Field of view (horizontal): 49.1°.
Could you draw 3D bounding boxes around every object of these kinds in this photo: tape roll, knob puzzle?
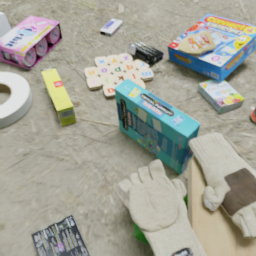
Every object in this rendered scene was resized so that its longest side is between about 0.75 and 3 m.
[{"bbox_3d":[-4.414,-0.928,9.193,2.425,0.443,2.425,-1,50,1],"label":"tape roll"},{"bbox_3d":[2.367,-2.918,9.894,1.340,0.186,1.340,-9,49,11],"label":"knob puzzle"}]

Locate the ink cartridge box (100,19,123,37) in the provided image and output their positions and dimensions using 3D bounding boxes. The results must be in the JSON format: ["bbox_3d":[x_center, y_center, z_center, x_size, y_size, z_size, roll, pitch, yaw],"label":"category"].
[{"bbox_3d":[-0.723,-4.448,12.386,0.551,0.216,1.164,20,55,18],"label":"ink cartridge box"}]

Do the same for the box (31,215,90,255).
[{"bbox_3d":[-1.454,2.708,6.175,1.012,0.275,1.263,-23,53,-19],"label":"box"}]

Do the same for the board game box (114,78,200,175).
[{"bbox_3d":[0.699,-0.034,7.516,2.357,1.779,0.553,37,63,27],"label":"board game box"}]

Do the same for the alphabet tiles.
[{"bbox_3d":[-0.348,-1.974,10.258,2.397,0.175,2.344,-11,48,-10],"label":"alphabet tiles"}]

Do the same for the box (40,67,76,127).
[{"bbox_3d":[-2.281,-1.063,9.097,0.528,0.793,2.106,-19,51,-15],"label":"box"}]

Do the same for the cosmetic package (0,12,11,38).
[{"bbox_3d":[-5.822,-4.060,11.377,1.519,0.937,1.524,-37,44,-28],"label":"cosmetic package"}]

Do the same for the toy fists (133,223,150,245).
[{"bbox_3d":[0.648,1.998,6.634,0.806,0.544,1.581,24,52,10],"label":"toy fists"}]

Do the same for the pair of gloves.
[{"bbox_3d":[1.375,1.360,5.547,2.739,0.480,2.329,-23,49,-12],"label":"pair of gloves"}]

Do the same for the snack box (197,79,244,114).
[{"bbox_3d":[3.096,-1.118,9.419,0.917,0.342,1.289,-18,50,-16],"label":"snack box"}]

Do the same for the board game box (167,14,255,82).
[{"bbox_3d":[3.157,-3.055,10.339,2.391,0.682,2.442,-41,51,-17],"label":"board game box"}]

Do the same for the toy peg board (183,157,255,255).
[{"bbox_3d":[2.375,2.392,6.010,2.735,1.343,2.746,16,50,-6],"label":"toy peg board"}]

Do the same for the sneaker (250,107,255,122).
[{"bbox_3d":[4.684,-0.935,8.936,0.791,0.841,2.053,30,56,23],"label":"sneaker"}]

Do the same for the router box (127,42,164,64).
[{"bbox_3d":[0.681,-2.947,10.907,1.173,0.299,0.875,37,44,27],"label":"router box"}]

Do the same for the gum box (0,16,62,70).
[{"bbox_3d":[-3.896,-3.382,11.053,1.407,0.820,2.479,18,52,15],"label":"gum box"}]
